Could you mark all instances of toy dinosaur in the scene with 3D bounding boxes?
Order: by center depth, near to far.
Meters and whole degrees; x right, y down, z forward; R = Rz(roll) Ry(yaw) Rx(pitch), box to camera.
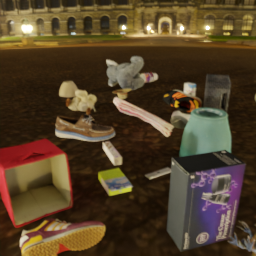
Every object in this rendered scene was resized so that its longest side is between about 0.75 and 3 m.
[{"bbox_3d":[2.674,2.331,5.797,1.262,1.391,0.730,12,-26,-31],"label":"toy dinosaur"}]

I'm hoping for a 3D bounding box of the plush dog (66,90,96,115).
[{"bbox_3d":[-2.431,-1.178,14.095,1.254,1.172,1.461,-6,-11,26],"label":"plush dog"}]

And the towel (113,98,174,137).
[{"bbox_3d":[0.449,-0.522,11.086,2.192,0.448,2.995,26,6,-10],"label":"towel"}]

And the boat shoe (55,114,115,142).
[{"bbox_3d":[-1.722,-0.034,10.994,2.426,0.878,0.876,2,22,6],"label":"boat shoe"}]

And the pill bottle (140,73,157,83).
[{"bbox_3d":[1.538,-3.702,20.620,1.214,0.676,0.676,-13,25,-30],"label":"pill bottle"}]

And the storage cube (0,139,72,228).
[{"bbox_3d":[-2.345,1.220,6.862,1.408,1.648,1.481,-14,19,-31],"label":"storage cube"}]

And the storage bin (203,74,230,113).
[{"bbox_3d":[4.438,-1.699,14.177,1.146,1.652,2.444,6,22,14],"label":"storage bin"}]

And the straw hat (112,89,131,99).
[{"bbox_3d":[-0.336,-1.934,16.395,1.151,0.487,1.151,-8,17,2],"label":"straw hat"}]

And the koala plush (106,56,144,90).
[{"bbox_3d":[-0.476,-3.611,18.648,2.412,2.139,2.216,19,39,32],"label":"koala plush"}]

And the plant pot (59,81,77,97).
[{"bbox_3d":[-3.653,-2.415,17.196,1.187,0.797,1.187,1,22,0],"label":"plant pot"}]

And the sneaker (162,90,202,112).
[{"bbox_3d":[2.589,-1.395,14.526,2.377,0.831,1.070,22,27,40],"label":"sneaker"}]

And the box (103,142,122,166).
[{"bbox_3d":[-0.564,0.851,9.580,0.263,0.282,1.362,-8,22,-19],"label":"box"}]

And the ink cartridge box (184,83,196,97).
[{"bbox_3d":[3.635,-2.186,16.556,0.358,0.846,0.611,-20,28,-32],"label":"ink cartridge box"}]

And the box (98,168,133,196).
[{"bbox_3d":[-0.370,1.528,7.865,0.659,0.258,1.081,-9,23,-22],"label":"box"}]

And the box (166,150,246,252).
[{"bbox_3d":[1.556,1.485,5.801,1.296,1.837,0.724,-6,22,-15],"label":"box"}]

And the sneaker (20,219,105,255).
[{"bbox_3d":[-1.343,2.140,5.789,1.693,0.635,0.763,-8,29,-22],"label":"sneaker"}]

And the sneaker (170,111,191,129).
[{"bbox_3d":[2.501,-0.131,10.679,1.866,0.656,0.748,29,30,-5],"label":"sneaker"}]

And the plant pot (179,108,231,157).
[{"bbox_3d":[2.612,0.231,9.329,1.714,1.610,1.714,0,21,0],"label":"plant pot"}]

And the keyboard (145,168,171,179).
[{"bbox_3d":[0.945,1.384,8.552,0.899,0.048,0.253,-13,20,-30],"label":"keyboard"}]
